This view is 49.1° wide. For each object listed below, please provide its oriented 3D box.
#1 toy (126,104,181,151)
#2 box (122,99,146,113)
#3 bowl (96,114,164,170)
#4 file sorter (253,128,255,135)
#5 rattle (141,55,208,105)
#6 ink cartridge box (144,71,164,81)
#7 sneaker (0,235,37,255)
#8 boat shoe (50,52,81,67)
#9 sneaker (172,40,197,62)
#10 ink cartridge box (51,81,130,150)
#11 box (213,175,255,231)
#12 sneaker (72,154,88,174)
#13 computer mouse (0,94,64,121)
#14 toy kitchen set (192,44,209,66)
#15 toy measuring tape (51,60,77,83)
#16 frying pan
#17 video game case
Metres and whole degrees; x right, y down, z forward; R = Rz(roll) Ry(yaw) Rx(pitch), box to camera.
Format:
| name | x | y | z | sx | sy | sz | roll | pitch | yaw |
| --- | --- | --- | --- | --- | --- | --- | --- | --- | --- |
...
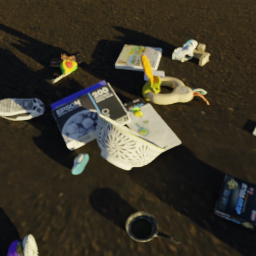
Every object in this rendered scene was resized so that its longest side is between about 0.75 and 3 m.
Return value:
| name | x | y | z | sx | sy | sz | roll | pitch | yaw |
| --- | --- | --- | --- | --- | --- | --- | --- | --- | --- |
| toy | 0.797 | 0.132 | 10.581 | 1.306 | 0.535 | 2.268 | -22 | 55 | -17 |
| box | 0.244 | -0.704 | 11.748 | 1.247 | 0.287 | 0.991 | -22 | 46 | -23 |
| bowl | -0.152 | 0.606 | 8.928 | 2.386 | 2.386 | 1.120 | 28 | 92 | 28 |
| file sorter | 5.304 | -0.028 | 10.835 | 0.553 | 0.496 | 0.797 | 28 | 48 | 28 |
| rattle | 2.093 | -2.103 | 12.107 | 2.916 | 2.083 | 1.899 | 11 | 27 | 20 |
| ink cartridge box | 1.275 | -2.509 | 13.846 | 0.970 | 0.211 | 0.961 | 5 | 41 | 2 |
| sneaker | -2.731 | 3.664 | 6.570 | 1.047 | 0.732 | 2.105 | -14 | 40 | -5 |
| boat shoe | -3.324 | -3.690 | 14.920 | 1.665 | 0.585 | 0.586 | -15 | 45 | -15 |
| sneaker | 3.300 | -4.148 | 15.440 | 0.832 | 0.720 | 1.920 | 36 | 61 | 27 |
| ink cartridge box | -1.591 | -0.710 | 10.890 | 2.521 | 0.552 | 2.544 | -27 | 56 | -9 |
| box | 3.326 | 2.194 | 8.432 | 1.149 | 0.333 | 1.446 | 20 | 45 | 21 |
| sneaker | -1.699 | 1.244 | 9.565 | 0.350 | 0.331 | 0.866 | 3 | 37 | 26 |
| computer mouse | -4.016 | -0.762 | 11.638 | 2.733 | 0.599 | 1.498 | -3 | 46 | -12 |
| toy kitchen set | 3.796 | -3.984 | 15.100 | 0.943 | 0.770 | 0.851 | 26 | 48 | 27 |
| toy measuring tape | -3.279 | -2.900 | 13.952 | 0.672 | 0.672 | 1.826 | 24 | 47 | 25 |
| frying pan | 0.668 | 2.794 | 7.838 | 1.477 | 0.240 | 0.893 | 4 | 42 | 2 |
| video game case | 0.605 | -3.819 | 15.304 | 2.146 | 0.270 | 2.358 | 9 | 43 | 9 |
